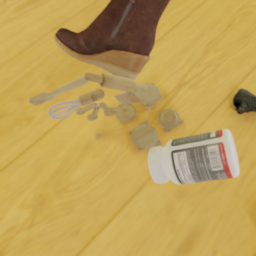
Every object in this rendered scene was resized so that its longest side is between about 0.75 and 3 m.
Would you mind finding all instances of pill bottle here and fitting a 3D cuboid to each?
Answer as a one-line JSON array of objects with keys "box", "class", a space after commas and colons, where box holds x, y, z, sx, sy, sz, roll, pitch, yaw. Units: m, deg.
[{"box": [1.531, 0.746, 6.687, 1.939, 1.123, 1.123, -13, 61, 25], "class": "pill bottle"}]

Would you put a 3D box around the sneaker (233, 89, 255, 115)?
[{"box": [4.259, -0.674, 9.576, 1.493, 0.571, 0.855, 34, 70, 18], "class": "sneaker"}]

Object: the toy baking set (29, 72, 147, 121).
[{"box": [-0.866, -0.653, 6.799, 2.650, 2.034, 0.308, 8, 58, -42], "class": "toy baking set"}]

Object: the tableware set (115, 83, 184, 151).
[{"box": [0.635, -0.426, 9.613, 1.950, 0.271, 2.334, -32, 69, -13], "class": "tableware set"}]

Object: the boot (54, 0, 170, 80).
[{"box": [-0.509, -2.788, 7.378, 2.869, 2.386, 1.038, 29, 24, 15], "class": "boot"}]
